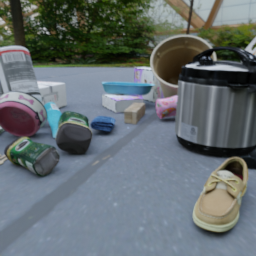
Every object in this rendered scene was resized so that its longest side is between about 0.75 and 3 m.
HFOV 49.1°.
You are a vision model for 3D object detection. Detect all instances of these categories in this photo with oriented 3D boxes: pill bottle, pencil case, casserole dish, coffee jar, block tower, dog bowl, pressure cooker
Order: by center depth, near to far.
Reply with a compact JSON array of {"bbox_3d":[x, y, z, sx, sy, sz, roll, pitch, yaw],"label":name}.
[{"bbox_3d":[-2.337,0.649,6.718,1.380,0.589,0.720,13,46,37],"label":"coffee jar"},{"bbox_3d":[2.647,-0.855,8.012,2.496,2.838,2.535,5,16,16],"label":"pressure cooker"},{"bbox_3d":[-1.594,0.109,8.213,0.980,0.802,1.880,16,12,-15],"label":"coffee jar"},{"bbox_3d":[-3.433,-0.363,8.882,1.600,1.600,0.590,2,43,7],"label":"dog bowl"},{"bbox_3d":[-4.030,-1.461,10.170,1.482,2.602,1.482,-15,1,0],"label":"pill bottle"},{"bbox_3d":[2.081,-0.940,11.143,1.963,0.858,0.858,-13,18,-6],"label":"pencil case"},{"bbox_3d":[0.283,-0.623,11.435,0.542,0.506,1.873,3,16,12],"label":"block tower"},{"bbox_3d":[-0.022,-1.963,13.914,2.701,0.524,1.636,5,14,15],"label":"casserole dish"}]

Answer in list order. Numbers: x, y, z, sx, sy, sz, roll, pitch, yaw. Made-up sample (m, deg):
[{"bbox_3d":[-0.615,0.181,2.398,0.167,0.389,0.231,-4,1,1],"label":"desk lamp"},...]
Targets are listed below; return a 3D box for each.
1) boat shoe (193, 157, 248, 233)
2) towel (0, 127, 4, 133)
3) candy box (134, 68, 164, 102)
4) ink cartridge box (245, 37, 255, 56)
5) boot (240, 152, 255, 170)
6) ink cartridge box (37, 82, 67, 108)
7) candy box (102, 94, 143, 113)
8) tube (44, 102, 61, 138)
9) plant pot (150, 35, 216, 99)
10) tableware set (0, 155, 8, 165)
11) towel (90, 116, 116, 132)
[{"bbox_3d":[1.713,1.099,5.089,0.773,0.693,2.088,9,18,27],"label":"boat shoe"},{"bbox_3d":[-5.032,0.106,9.536,1.534,0.235,1.144,-3,14,-2],"label":"towel"},{"bbox_3d":[1.130,-2.422,15.495,0.728,1.708,2.036,-9,18,-28],"label":"candy box"},{"bbox_3d":[4.797,-2.059,9.389,0.702,2.803,2.255,12,-30,-10],"label":"ink cartridge box"},{"bbox_3d":[3.130,0.780,6.937,0.803,0.297,0.658,11,20,11],"label":"boot"},{"bbox_3d":[-4.482,-1.383,12.823,2.094,1.183,2.858,6,17,20],"label":"ink cartridge box"},{"bbox_3d":[-0.282,-1.212,13.295,1.413,0.602,1.684,-8,18,-25],"label":"candy box"},{"bbox_3d":[-2.487,-0.246,9.775,0.745,0.485,1.925,-11,38,-26],"label":"tube"},{"bbox_3d":[2.454,-2.333,12.846,2.737,2.737,2.506,3,-23,10],"label":"plant pot"},{"bbox_3d":[-3.917,0.845,6.682,1.386,0.316,2.058,3,17,12],"label":"tableware set"},{"bbox_3d":[-0.863,-0.188,9.833,0.785,0.341,1.407,8,10,0],"label":"towel"}]
